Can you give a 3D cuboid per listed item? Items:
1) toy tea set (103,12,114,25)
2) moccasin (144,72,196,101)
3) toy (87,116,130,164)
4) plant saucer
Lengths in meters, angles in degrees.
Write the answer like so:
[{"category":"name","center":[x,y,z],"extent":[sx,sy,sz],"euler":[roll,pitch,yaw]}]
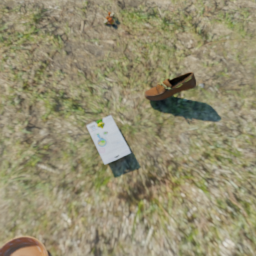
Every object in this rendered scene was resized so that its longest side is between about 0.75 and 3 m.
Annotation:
[{"category":"toy tea set","center":[-0.872,-5.456,14.024],"extent":[0.509,0.317,0.857],"euler":[-2,58,34]},{"category":"moccasin","center":[1.624,-1.659,11.114],"extent":[2.107,0.813,0.771],"euler":[-14,44,18]},{"category":"toy","center":[-0.738,0.468,10.381],"extent":[1.020,0.418,1.772],"euler":[-23,64,-10]},{"category":"plant saucer","center":[-3.179,4.121,8.274],"extent":[1.719,0.322,1.719],"euler":[0,59,1]}]
